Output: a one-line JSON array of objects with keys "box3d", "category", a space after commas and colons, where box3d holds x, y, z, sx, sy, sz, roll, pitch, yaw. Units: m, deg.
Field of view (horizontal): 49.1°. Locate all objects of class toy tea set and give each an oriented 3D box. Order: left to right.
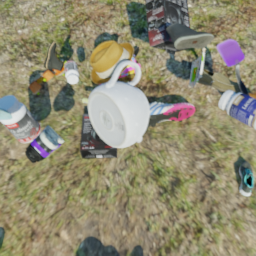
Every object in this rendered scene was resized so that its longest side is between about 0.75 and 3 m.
[{"box3d": [-3.607, -2.295, 12.943, 2.141, 0.792, 1.273, -42, 29, -5], "category": "toy tea set"}]

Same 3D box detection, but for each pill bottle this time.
[{"box3d": [-3.749, -0.282, 9.531, 0.933, 1.610, 0.933, -9, 50, 11], "category": "pill bottle"}, {"box3d": [-1.886, -1.845, 9.348, 0.446, 0.446, 0.770, -10, 50, -7], "category": "pill bottle"}, {"box3d": [3.099, -0.515, 7.492, 0.703, 0.703, 1.215, -36, 49, -22], "category": "pill bottle"}]

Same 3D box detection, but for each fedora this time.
[{"box3d": [-0.652, -2.184, 8.767, 1.698, 0.692, 1.698, -21, 49, 26], "category": "fedora"}]

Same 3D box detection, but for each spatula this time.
[{"box3d": [4.045, -1.816, 10.135, 0.799, 0.291, 2.828, -28, 104, -8], "category": "spatula"}]

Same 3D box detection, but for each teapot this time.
[{"box3d": [-0.100, -0.574, 8.706, 1.610, 2.204, 2.176, -29, 84, -34], "category": "teapot"}]

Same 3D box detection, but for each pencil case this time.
[{"box3d": [-0.541, -2.706, 13.084, 2.099, 0.927, 0.927, -23, 58, -12], "category": "pencil case"}]

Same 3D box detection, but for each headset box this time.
[{"box3d": [-1.131, 0.238, 11.144, 1.405, 0.729, 1.888, -1, 57, 0], "category": "headset box"}, {"box3d": [1.480, -3.727, 10.067, 1.585, 0.822, 2.130, -6, 90, -44], "category": "headset box"}]

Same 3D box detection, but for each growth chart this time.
[{"box3d": [2.624, -2.192, 10.724, 0.149, 1.685, 1.219, 7, 86, -1], "category": "growth chart"}]

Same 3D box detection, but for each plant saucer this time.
[{"box3d": [-3.715, -0.435, 8.015, 0.794, 0.794, 0.153, 4, 70, 2], "category": "plant saucer"}]

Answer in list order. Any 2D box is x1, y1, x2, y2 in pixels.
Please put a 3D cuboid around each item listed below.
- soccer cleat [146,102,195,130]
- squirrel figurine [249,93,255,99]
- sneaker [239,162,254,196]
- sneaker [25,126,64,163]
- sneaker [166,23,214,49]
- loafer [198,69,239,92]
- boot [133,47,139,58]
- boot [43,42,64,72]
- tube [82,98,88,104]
[{"box3d": [1.489, -0.745, 11.734, 2.574, 0.899, 1.111, -13, 47, -12], "category": "soccer cleat"}, {"box3d": [5.404, -0.912, 11.936, 1.153, 0.816, 1.077, -19, 64, -9], "category": "squirrel figurine"}, {"box3d": [4.362, 1.769, 10.152, 0.519, 0.610, 1.338, 9, 55, 6], "category": "sneaker"}, {"box3d": [-2.490, 0.524, 8.070, 0.985, 1.981, 0.689, -43, 95, -2], "category": "sneaker"}, {"box3d": [1.871, -2.819, 8.381, 1.440, 0.538, 0.765, -11, 63, -28], "category": "sneaker"}, {"box3d": [3.580, -1.893, 11.130, 1.793, 0.605, 0.682, 19, 31, 24], "category": "loafer"}, {"box3d": [-0.317, -3.888, 14.140, 1.309, 0.520, 1.503, 39, 66, 23], "category": "boot"}, {"box3d": [-2.597, -2.579, 10.248, 0.692, 0.387, 1.000, 18, 94, 1], "category": "boot"}, {"box3d": [-1.409, -1.004, 10.905, 0.800, 0.208, 0.232, 15, 43, 26], "category": "tube"}]
